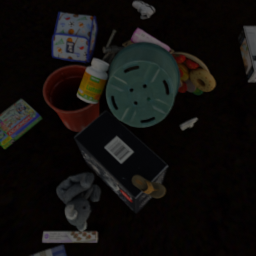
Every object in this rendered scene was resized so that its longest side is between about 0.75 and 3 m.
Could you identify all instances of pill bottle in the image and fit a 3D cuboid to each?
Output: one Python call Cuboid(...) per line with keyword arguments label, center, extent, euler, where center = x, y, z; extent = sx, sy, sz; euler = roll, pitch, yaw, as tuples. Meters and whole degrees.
Cuboid(label="pill bottle", center=(-1.026, -1.413, 8.433), extent=(0.686, 0.686, 1.235), euler=(29, 109, 14))

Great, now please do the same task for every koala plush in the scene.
Cuboid(label="koala plush", center=(-1.557, 2.336, 8.569), extent=(1.326, 1.280, 1.443), euler=(-12, 50, 3))

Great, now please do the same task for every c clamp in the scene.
Cuboid(label="c clamp", center=(-0.040, -2.650, 10.186), extent=(2.312, 1.975, 0.313), euler=(-8, 67, -39))

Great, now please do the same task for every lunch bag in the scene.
Cuboid(label="lunch bag", center=(-2.269, -3.771, 11.903), extent=(1.661, 1.210, 1.954), euler=(9, 78, 4))

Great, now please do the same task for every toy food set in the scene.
Cuboid(label="toy food set", center=(2.066, -1.907, 10.121), extent=(1.975, 1.955, 0.480), euler=(37, 70, -14))

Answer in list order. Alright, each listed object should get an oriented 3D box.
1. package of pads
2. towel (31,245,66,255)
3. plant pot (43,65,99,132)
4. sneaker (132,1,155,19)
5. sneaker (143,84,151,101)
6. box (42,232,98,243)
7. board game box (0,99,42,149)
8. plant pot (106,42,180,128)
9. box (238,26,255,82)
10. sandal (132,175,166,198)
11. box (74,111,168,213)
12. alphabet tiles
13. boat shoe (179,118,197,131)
Cuboid(label="package of pads", center=(0.769, -2.925, 9.814), extent=(1.359, 0.819, 0.514), euler=(29, 101, -10))
Cuboid(label="towel", center=(-2.561, 4.261, 7.827), extent=(1.943, 0.231, 1.427), euler=(-11, 51, -26))
Cuboid(label="plant pot", center=(-1.812, -0.882, 9.967), extent=(1.916, 1.864, 1.916), euler=(0, 63, 0))
Cuboid(label="sneaker", center=(0.635, -5.564, 13.231), extent=(1.147, 0.431, 0.659), euler=(25, 62, 9))
Cuboid(label="sneaker", center=(0.852, -1.982, 10.839), extent=(0.920, 1.328, 2.200), euler=(7, 61, 3))
Cuboid(label="box", center=(-1.767, 3.356, 8.604), extent=(1.645, 0.341, 0.318), euler=(0, 66, -1))
Cuboid(label="board game box", center=(-4.303, -0.178, 10.509), extent=(1.172, 0.254, 1.741), euler=(38, 69, 19))
Cuboid(label="plant pot", center=(0.432, -1.259, 8.590), extent=(2.507, 2.507, 2.455), euler=(6, 20, 3))
Cuboid(label="box", center=(5.631, -3.110, 11.765), extent=(1.445, 0.745, 2.477), euler=(2, 63, 1))
Cuboid(label="sandal", center=(0.466, 1.452, 6.908), extent=(0.949, 0.256, 0.381), euler=(22, 94, 27))
Cuboid(label="box", center=(-0.199, 1.138, 8.649), extent=(1.305, 2.282, 2.506), euler=(-42, 69, -16))
Cuboid(label="alphabet tiles", center=(0.709, -3.364, 12.025), extent=(1.622, 0.073, 1.940), euler=(-34, 55, -21))
Cuboid(label="boat shoe", center=(2.294, -0.126, 10.507), extent=(0.770, 0.273, 0.269), euler=(-26, 92, -17))
